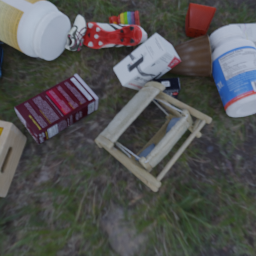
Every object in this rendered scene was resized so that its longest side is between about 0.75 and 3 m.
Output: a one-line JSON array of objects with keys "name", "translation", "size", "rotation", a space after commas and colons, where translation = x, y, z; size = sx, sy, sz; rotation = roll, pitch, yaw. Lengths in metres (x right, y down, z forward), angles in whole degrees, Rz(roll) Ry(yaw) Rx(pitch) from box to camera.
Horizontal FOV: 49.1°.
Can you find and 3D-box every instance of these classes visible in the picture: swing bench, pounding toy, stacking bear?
[{"name": "swing bench", "translation": [0.655, 0.147, 8.581], "size": [2.530, 1.642, 2.517], "rotation": [38, 77, 13]}, {"name": "pounding toy", "translation": [-4.471, 1.010, 8.178], "size": [2.408, 1.860, 2.616], "rotation": [11, 69, 5]}, {"name": "stacking bear", "translation": [-0.157, -4.167, 10.931], "size": [1.162, 0.706, 0.661], "rotation": [-5, 48, 6]}]

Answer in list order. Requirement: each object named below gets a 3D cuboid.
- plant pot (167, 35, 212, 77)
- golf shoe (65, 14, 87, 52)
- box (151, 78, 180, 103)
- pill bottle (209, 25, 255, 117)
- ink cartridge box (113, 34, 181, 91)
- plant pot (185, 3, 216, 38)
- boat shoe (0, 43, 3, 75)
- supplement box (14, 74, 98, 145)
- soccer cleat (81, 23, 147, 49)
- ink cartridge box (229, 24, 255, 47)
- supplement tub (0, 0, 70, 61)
[{"name": "plant pot", "translation": [2.079, -2.435, 9.936], "size": [1.536, 1.436, 1.436], "rotation": [-7, 68, 11]}, {"name": "golf shoe", "translation": [-1.907, -3.463, 10.243], "size": [0.521, 1.349, 0.594], "rotation": [30, 27, 29]}, {"name": "box", "translation": [1.256, -1.288, 9.653], "size": [0.916, 0.834, 0.477], "rotation": [-4, 68, -1]}, {"name": "pill bottle", "translation": [3.686, -1.939, 9.472], "size": [1.602, 1.602, 2.855], "rotation": [-10, 69, -4]}, {"name": "ink cartridge box", "translation": [0.631, -2.091, 9.296], "size": [1.828, 1.319, 0.766], "rotation": [-33, 73, 25]}, {"name": "plant pot", "translation": [2.676, -3.997, 10.722], "size": [1.000, 1.001, 0.882], "rotation": [13, 80, 5]}, {"name": "boat shoe", "translation": [-5.003, -2.752, 10.091], "size": [1.046, 0.853, 2.486], "rotation": [-21, 59, -12]}, {"name": "supplement box", "translation": [-2.303, -0.653, 9.249], "size": [2.376, 0.723, 1.293], "rotation": [-34, 72, -25]}, {"name": "soccer cleat", "translation": [-0.622, -3.448, 10.533], "size": [2.767, 1.178, 0.949], "rotation": [7, 104, 24]}, {"name": "ink cartridge box", "translation": [4.421, -3.471, 10.652], "size": [1.149, 0.503, 0.835], "rotation": [-1, 68, 9]}, {"name": "supplement tub", "translation": [-3.678, -3.771, 10.027], "size": [2.760, 1.993, 1.993], "rotation": [30, 71, 11]}]
